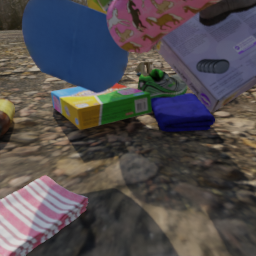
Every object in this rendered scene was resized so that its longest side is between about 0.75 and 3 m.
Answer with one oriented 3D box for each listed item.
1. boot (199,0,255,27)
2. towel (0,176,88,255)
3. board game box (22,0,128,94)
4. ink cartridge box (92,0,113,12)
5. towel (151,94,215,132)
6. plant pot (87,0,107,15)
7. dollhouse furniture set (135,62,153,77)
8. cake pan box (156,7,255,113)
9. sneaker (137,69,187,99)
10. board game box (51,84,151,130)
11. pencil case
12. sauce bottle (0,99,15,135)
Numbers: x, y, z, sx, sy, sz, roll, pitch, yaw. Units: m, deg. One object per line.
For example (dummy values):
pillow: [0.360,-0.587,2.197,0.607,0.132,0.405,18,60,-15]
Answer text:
boot: [2.062,-2.767,5.372,1.653,1.088,0.577,-32,54,-2]
towel: [-1.691,1.398,4.544,1.294,0.265,1.769,17,29,34]
board game box: [-1.096,-1.844,6.121,2.399,1.895,0.467,22,44,3]
ink cartridge box: [-0.167,-2.875,5.634,1.484,1.097,0.562,49,3,26]
towel: [1.572,-0.455,8.581,1.574,0.528,2.132,-7,24,0]
plant pot: [0.037,-4.207,9.194,2.016,2.142,2.142,8,25,21]
dollhouse furniture set: [0.846,-2.826,13.992,0.678,0.682,0.967,-7,-5,-16]
cake pan box: [2.244,-2.077,6.478,2.751,0.720,2.534,-34,72,-9]
sneaker: [1.384,-1.672,10.498,1.037,1.132,2.658,19,29,37]
board game box: [-0.966,-0.826,8.758,2.213,0.583,2.892,-15,22,-25]
pencil case: [0.618,-2.020,4.201,1.079,1.032,2.493,13,-14,-27]
sauce bottle: [-3.580,-0.219,7.691,0.701,0.701,2.125,-5,22,-12]
